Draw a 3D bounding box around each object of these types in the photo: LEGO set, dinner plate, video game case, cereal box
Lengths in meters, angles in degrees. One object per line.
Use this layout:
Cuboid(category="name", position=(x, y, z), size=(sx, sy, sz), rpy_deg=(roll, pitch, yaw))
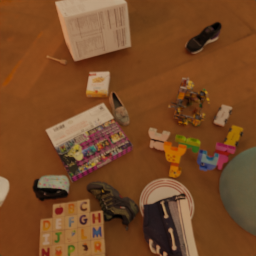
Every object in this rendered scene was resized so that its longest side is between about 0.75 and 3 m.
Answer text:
Cuboid(category="LEGO set", position=(2.235, -0.986, 9.865), size=(1.315, 0.991, 1.710), rpy_deg=(22, 59, 10))
Cuboid(category="LEGO set", position=(1.820, 0.977, 8.808), size=(2.720, 1.116, 1.038), rpy_deg=(13, 28, 14))
Cuboid(category="dinner plate", position=(1.143, 2.301, 8.359), size=(1.606, 0.195, 1.606), rpy_deg=(0, 58, 1))
Cuboid(category="video game case", position=(-1.320, 0.408, 9.398), size=(2.259, 0.405, 2.048), rpy_deg=(-28, 62, -16))
Cuboid(category="cereal box", position=(-1.150, -1.675, 10.782), size=(0.803, 0.221, 1.116), rpy_deg=(-1, 59, 6))

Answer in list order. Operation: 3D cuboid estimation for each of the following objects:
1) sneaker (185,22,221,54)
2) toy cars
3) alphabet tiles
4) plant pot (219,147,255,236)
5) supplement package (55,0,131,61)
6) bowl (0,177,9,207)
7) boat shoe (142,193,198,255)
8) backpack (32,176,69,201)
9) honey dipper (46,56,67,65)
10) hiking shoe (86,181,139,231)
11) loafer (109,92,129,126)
Cuboid(category="sneaker", position=(3.164, -3.880, 11.776), size=(1.875, 0.821, 0.710), rpy_deg=(-37, 73, -20))
Cuboid(category="toy cars", position=(3.438, 0.000, 9.681), size=(0.801, 0.395, 1.786), rpy_deg=(-15, 54, 4))
Cuboid(category="alphabet tiles", position=(-1.525, 3.095, 7.539), size=(1.817, 0.069, 2.184), rpy_deg=(-10, 63, 7))
Cuboid(category="plant pot", position=(4.190, 1.531, 7.862), size=(2.746, 1.849, 2.746), rpy_deg=(0, 57, 0))
Cuboid(category="supplement package", position=(-1.368, -4.113, 11.166), size=(2.397, 1.806, 1.819), rpy_deg=(-18, 45, -11))
Cuboid(category="bowl", position=(-3.761, 1.397, 6.046), size=(2.059, 2.062, 0.770), rpy_deg=(22, 88, -20))
Cuboid(category="boat shoe", position=(1.119, 3.217, 7.341), size=(1.305, 1.051, 2.815), rpy_deg=(-9, 62, 7))
Cuboid(category="backpack", position=(-2.254, 1.773, 8.328), size=(0.989, 0.825, 0.626), rpy_deg=(-1, 57, -4))
Cuboid(category="honey dipper", position=(-2.973, -2.805, 11.557), size=(0.931, 0.177, 0.177), rpy_deg=(19, 60, 16))
Cuboid(category="hiking shoe", position=(-0.571, 2.215, 8.111), size=(1.722, 0.652, 0.867), rpy_deg=(26, 55, 14))
Cuboid(category="loafer", position=(-0.355, -0.707, 10.079), size=(0.493, 0.431, 1.371), rpy_deg=(-20, 60, -12))
